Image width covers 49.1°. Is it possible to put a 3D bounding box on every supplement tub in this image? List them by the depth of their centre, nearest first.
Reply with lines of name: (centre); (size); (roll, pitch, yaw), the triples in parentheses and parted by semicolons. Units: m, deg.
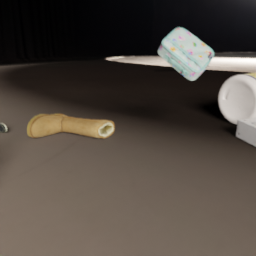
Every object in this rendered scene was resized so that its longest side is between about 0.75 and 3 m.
supplement tub: (5.129, -1.253, 11.246); (2.657, 1.918, 1.918); (-14, 23, -35)

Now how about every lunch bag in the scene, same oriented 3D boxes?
lunch bag: (1.598, -2.027, 7.714); (1.431, 0.551, 1.147); (40, 58, 7)

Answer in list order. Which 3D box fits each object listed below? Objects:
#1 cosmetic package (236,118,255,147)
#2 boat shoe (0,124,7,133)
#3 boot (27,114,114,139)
cosmetic package: (4.993, 0.310, 8.548); (2.022, 0.693, 2.682); (-8, 20, -15)
boat shoe: (-4.673, 0.016, 9.947); (0.937, 0.350, 0.311); (11, 22, 35)
boot: (-1.906, -0.025, 9.469); (2.268, 0.750, 1.986); (10, 21, 24)
